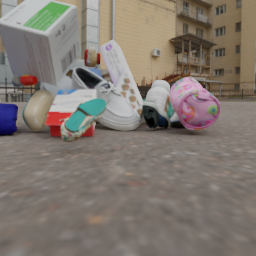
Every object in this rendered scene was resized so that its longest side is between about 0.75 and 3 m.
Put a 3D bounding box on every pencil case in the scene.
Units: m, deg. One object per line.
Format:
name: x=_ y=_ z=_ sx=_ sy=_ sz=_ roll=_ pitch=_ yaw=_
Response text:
pencil case: x=1.728 y=-0.761 z=7.676 sx=1.077 sy=1.077 sz=2.463 roll=1 pitch=18 yaw=5

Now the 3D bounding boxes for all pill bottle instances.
pill bottle: x=0.998 y=-0.909 z=9.496 sx=0.806 sy=1.410 sz=0.806 roll=11 pitch=-33 yaw=8

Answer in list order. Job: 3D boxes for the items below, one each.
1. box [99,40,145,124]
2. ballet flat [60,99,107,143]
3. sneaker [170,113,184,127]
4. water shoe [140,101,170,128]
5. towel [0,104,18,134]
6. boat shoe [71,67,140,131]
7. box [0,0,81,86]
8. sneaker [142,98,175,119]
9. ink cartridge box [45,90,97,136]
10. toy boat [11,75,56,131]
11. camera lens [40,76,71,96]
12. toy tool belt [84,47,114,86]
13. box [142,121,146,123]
box: x=-0.131 y=-1.469 z=9.009 sx=0.559 sy=2.891 sz=0.599 roll=-26 pitch=-18 yaw=15
ballet flat: x=-0.795 y=-0.145 z=4.874 sx=0.452 sy=0.382 sz=1.196 roll=37 pitch=40 yaw=6
sneaker: x=1.737 y=-0.411 z=9.022 sx=0.694 sy=0.700 sz=1.931 roll=2 pitch=8 yaw=18
water shoe: x=0.720 y=-0.227 z=7.861 sx=0.518 sy=0.572 sz=1.449 roll=11 pitch=-18 yaw=36
towel: x=-4.295 y=-0.151 z=7.099 sx=2.812 sy=0.697 sz=2.076 roll=-2 pitch=16 yaw=-20
boat shoe: x=-0.721 y=-0.956 z=8.229 sx=1.000 sy=0.952 sz=2.778 roll=-26 pitch=50 yaw=-28
box: x=-2.130 y=-2.206 z=7.091 sx=1.312 sy=1.532 sz=1.524 roll=16 pitch=51 yaw=10
sneaker: x=1.622 y=-0.596 z=10.933 sx=2.516 sy=0.936 sz=1.101 roll=4 pitch=-18 yaw=17
ink cartridge box: x=-1.340 y=-0.319 z=6.918 sx=1.034 sy=0.599 sz=1.780 roll=0 pitch=33 yaw=-1
toy boat: x=-2.454 y=-0.732 z=7.289 sx=0.689 sy=1.483 sz=1.247 roll=3 pitch=41 yaw=22
camera lens: x=-2.443 y=-0.957 z=9.588 sx=1.165 sy=1.165 sz=1.456 roll=-3 pitch=-37 yaw=-25
toy tool belt: x=-0.731 y=-1.555 z=10.255 sx=1.668 sy=2.714 sz=1.694 roll=0 pitch=-14 yaw=-14
box: x=0.061 y=-0.429 z=9.543 sx=1.273 sy=0.604 sz=0.495 roll=-4 pitch=4 yaw=-41
